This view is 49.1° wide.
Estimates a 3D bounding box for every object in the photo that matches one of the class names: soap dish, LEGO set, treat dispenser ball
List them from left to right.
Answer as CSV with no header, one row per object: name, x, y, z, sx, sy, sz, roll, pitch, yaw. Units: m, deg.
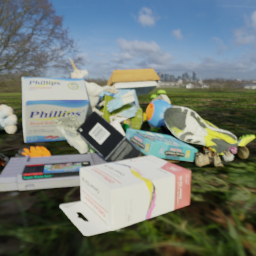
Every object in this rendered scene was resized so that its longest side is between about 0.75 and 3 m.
LEGO set,-0.541,-0.104,11.846,1.683,1.294,0.975,-10,44,16
soap dish,0.152,-2.411,14.984,2.548,1.035,2.005,-5,-9,-15
treat dispenser ball,1.344,-0.593,11.876,1.189,1.189,1.189,0,11,0

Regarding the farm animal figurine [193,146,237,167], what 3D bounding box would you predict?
farm animal figurine,2.674,0.953,8.517,0.913,0.569,1.131,-21,12,-39

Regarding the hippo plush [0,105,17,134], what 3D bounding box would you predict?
hippo plush,-6.291,-0.349,13.216,1.744,1.389,1.402,7,12,32

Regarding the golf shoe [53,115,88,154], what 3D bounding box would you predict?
golf shoe,-1.909,0.205,9.370,0.842,1.045,2.150,-18,23,-21

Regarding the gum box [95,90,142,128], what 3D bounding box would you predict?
gum box,-0.847,-1.009,14.694,2.835,2.409,0.632,4,55,17

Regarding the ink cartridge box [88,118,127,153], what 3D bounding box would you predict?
ink cartridge box,-0.753,0.243,10.153,1.702,0.573,0.997,-28,9,-12

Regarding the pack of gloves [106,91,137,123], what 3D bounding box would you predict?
pack of gloves,-0.213,-0.773,11.834,1.327,1.115,0.262,-27,29,-14

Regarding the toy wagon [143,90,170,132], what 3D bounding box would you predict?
toy wagon,1.370,-0.726,13.753,0.467,1.832,2.361,6,-11,-17

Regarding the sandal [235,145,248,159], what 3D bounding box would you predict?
sandal,4.005,0.837,9.834,0.273,0.406,1.012,21,6,-4

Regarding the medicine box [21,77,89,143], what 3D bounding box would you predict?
medicine box,-3.022,-0.694,11.358,2.351,2.581,1.329,-3,54,-22

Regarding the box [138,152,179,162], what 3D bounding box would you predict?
box,0.899,0.955,9.610,1.462,0.156,1.195,-1,11,-5

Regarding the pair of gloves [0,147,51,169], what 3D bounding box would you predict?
pair of gloves,-3.782,0.969,9.186,2.386,0.295,2.126,-7,13,-31

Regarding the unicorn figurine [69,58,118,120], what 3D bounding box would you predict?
unicorn figurine,-1.564,-1.485,12.508,2.035,2.962,1.094,-3,28,-22

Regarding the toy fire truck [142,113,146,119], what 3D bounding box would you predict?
toy fire truck,1.470,-0.714,17.065,1.419,0.913,1.249,22,23,39

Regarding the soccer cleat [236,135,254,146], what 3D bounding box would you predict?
soccer cleat,4.266,0.556,10.448,0.958,0.401,0.310,-24,3,7

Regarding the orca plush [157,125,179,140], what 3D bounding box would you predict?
orca plush,1.142,0.296,10.870,2.342,0.832,1.232,-4,5,-31

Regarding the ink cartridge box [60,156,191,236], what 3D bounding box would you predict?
ink cartridge box,-0.065,1.296,5.943,2.478,0.836,1.443,-7,13,-33

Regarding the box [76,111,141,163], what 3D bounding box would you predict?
box,-0.525,0.408,7.889,1.350,0.806,1.372,40,-5,30

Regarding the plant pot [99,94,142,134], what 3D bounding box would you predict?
plant pot,-0.375,-0.471,13.230,1.889,1.962,1.962,10,9,-11

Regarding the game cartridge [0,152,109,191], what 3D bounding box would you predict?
game cartridge,-1.929,1.142,7.812,2.828,0.543,1.833,-2,7,-13

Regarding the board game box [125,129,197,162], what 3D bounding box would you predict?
board game box,1.036,0.559,9.036,1.888,0.443,1.425,10,11,-33

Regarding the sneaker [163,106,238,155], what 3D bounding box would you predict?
sneaker,2.488,0.117,10.187,2.857,1.064,1.209,29,7,-6

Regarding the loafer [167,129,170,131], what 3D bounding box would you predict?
loafer,2.090,-0.047,12.568,0.428,0.440,1.205,28,-30,2
